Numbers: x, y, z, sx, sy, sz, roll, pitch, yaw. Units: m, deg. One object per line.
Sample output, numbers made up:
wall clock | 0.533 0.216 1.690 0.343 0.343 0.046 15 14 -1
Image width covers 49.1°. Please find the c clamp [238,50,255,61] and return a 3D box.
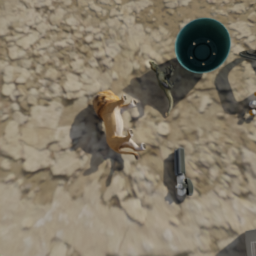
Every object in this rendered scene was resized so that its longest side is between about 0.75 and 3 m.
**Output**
c clamp | 4.980 -2.343 9.417 2.236 0.303 1.911 26 40 34

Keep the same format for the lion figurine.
lion figurine | -0.394 -0.093 8.502 1.496 0.885 2.442 -19 71 36

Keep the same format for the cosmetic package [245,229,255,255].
cosmetic package | 4.549 3.086 6.778 2.856 1.525 1.288 4 65 4

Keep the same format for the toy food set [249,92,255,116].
toy food set | 4.254 -0.784 9.007 0.445 0.420 0.933 36 64 -13

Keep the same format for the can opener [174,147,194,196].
can opener | 1.593 1.295 8.243 0.477 0.378 1.434 8 64 -23

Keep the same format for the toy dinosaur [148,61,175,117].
toy dinosaur | 1.222 -1.456 9.064 0.475 0.881 2.000 -9 72 -21

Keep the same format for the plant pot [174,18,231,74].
plant pot | 2.447 -2.586 9.230 1.677 1.346 1.677 2 96 15
